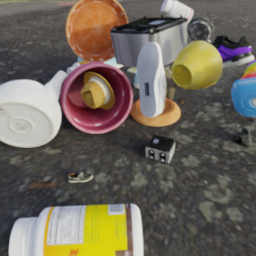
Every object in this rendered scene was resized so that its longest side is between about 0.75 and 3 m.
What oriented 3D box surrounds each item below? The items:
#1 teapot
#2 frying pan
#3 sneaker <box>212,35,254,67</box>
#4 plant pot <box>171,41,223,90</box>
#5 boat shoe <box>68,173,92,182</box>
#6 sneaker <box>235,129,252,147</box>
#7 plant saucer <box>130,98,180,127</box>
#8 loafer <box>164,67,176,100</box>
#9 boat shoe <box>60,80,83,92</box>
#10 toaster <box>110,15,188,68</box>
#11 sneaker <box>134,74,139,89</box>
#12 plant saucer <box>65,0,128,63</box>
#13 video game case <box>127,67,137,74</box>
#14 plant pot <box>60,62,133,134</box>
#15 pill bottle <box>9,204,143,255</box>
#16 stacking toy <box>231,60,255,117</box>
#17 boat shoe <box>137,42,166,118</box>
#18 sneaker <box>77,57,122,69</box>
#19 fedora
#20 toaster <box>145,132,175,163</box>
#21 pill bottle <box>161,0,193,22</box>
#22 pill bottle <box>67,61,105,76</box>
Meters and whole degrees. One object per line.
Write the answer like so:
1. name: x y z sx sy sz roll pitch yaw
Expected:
1. teapot: -3.768 -0.729 10.261 2.780 2.744 2.030 5 45 -12
2. frying pan: 2.802 -3.343 10.569 1.029 1.702 0.277 -3 41 38
3. sneaker: 2.977 -2.521 9.329 2.134 1.061 0.742 -7 21 34
4. plant pot: 1.817 -1.649 8.012 1.397 1.397 0.992 29 48 34
5. boat shoe: -1.553 1.585 9.102 0.785 0.265 0.282 -4 34 -8
6. sneaker: 4.398 0.323 10.798 0.544 0.363 0.949 11 42 5
7. plant saucer: 1.198 -0.847 12.422 2.227 0.417 2.227 1 35 0
8. loafer: 1.332 -1.718 9.965 0.799 0.901 2.370 15 24 4
9. boat shoe: -3.126 -2.144 14.034 2.080 0.703 0.747 16 40 24
10. toaster: 0.797 -3.458 11.147 2.376 1.559 2.628 16 37 38
11. sneaker: 1.283 -2.348 14.172 2.064 0.846 0.763 7 37 11
12. plant saucer: -1.401 -4.437 12.688 2.952 2.952 0.476 -15 34 -21
13. video game case: 0.550 -3.335 16.225 0.900 0.103 0.819 22 41 26
14. plant pot: -1.529 -1.384 11.532 2.742 2.742 2.454 -14 22 -19
15. pill bottle: -1.126 2.616 6.498 2.844 1.554 1.554 -2 35 -2
16. stacking toy: 3.381 -1.332 7.095 1.122 1.187 2.045 0 48 34
17. boat shoe: 0.717 -1.367 8.073 0.775 2.106 0.688 14 19 34
18. sneaker: -1.558 -3.930 16.171 2.754 1.128 1.018 -9 37 -12
19. fedora: -1.090 -1.076 9.010 1.454 1.454 0.593 25 52 31
20. toaster: 1.160 0.725 10.033 0.898 0.589 0.993 13 37 18
21. pill bottle: 2.032 -4.879 11.714 1.207 0.684 0.684 19 31 -19
22. pill bottle: -2.217 -3.054 14.970 1.972 1.077 1.077 -25 42 -30
